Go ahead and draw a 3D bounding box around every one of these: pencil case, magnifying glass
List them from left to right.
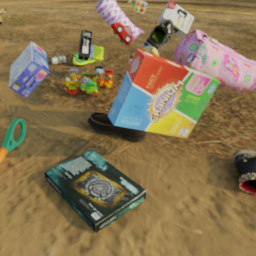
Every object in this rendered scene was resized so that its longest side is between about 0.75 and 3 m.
[{"bbox_3d":[-4.261,0.610,9.943,0.271,0.965,2.424,9,43,7],"label":"magnifying glass"},{"bbox_3d":[-0.420,-4.705,12.136,0.966,2.260,0.948,-38,26,14],"label":"pencil case"},{"bbox_3d":[2.801,-1.983,8.620,2.830,1.237,1.237,17,24,-27],"label":"pencil case"}]

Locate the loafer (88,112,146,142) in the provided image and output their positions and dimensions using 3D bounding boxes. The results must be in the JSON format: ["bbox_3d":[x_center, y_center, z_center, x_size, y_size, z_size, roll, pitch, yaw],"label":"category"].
[{"bbox_3d":[-0.448,-0.268,11.171,2.606,0.930,0.951,15,35,23],"label":"loafer"}]

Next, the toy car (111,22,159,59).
[{"bbox_3d":[0.386,-2.739,10.165,0.498,2.102,2.233,-45,77,-4],"label":"toy car"}]

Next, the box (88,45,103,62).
[{"bbox_3d":[-1.771,-3.697,13.679,1.131,0.690,0.270,6,-7,-30],"label":"box"}]

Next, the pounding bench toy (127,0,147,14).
[{"bbox_3d":[0.362,-5.225,11.942,0.758,0.471,0.592,14,26,-12],"label":"pounding bench toy"}]

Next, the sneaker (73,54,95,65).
[{"bbox_3d":[-2.726,-4.755,18.466,0.805,0.908,2.173,21,37,32],"label":"sneaker"}]

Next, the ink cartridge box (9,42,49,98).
[{"bbox_3d":[-3.767,-2.139,10.614,1.424,0.797,2.088,-42,38,16],"label":"ink cartridge box"}]

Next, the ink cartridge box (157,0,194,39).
[{"bbox_3d":[2.189,-4.935,12.785,1.380,1.006,0.571,29,-14,-15],"label":"ink cartridge box"}]

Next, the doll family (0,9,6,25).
[{"bbox_3d":[-3.673,-2.879,7.488,0.977,0.384,0.565,-27,31,-20],"label":"doll family"}]

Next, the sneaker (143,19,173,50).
[{"bbox_3d":[1.282,-3.553,10.645,0.700,0.819,1.976,40,55,-4],"label":"sneaker"}]

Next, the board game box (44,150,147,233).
[{"bbox_3d":[-1.035,1.730,8.460,1.852,0.386,2.738,-25,39,-34],"label":"board game box"}]

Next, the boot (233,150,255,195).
[{"bbox_3d":[4.385,1.372,8.666,2.100,0.769,1.582,5,31,16],"label":"boot"}]

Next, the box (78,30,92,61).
[{"bbox_3d":[-1.559,-2.959,10.091,0.382,0.887,0.726,6,-5,-15],"label":"box"}]

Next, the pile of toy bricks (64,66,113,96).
[{"bbox_3d":[-1.878,-2.211,14.282,2.575,1.429,1.271,-2,65,-20],"label":"pile of toy bricks"}]

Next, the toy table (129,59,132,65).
[{"bbox_3d":[0.653,-2.718,12.263,0.679,1.066,1.159,-41,89,-16],"label":"toy table"}]

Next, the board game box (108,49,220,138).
[{"bbox_3d":[0.992,-0.798,7.673,2.595,1.986,0.523,10,28,-31],"label":"board game box"}]

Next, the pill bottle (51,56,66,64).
[{"bbox_3d":[-4.563,-4.434,18.369,0.828,0.468,0.468,-19,36,-27],"label":"pill bottle"}]
